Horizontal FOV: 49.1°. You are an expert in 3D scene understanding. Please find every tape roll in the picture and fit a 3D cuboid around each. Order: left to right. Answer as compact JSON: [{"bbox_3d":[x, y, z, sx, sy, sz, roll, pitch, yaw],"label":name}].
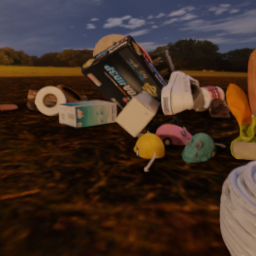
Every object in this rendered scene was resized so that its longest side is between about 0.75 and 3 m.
[{"bbox_3d":[-3.013,-1.030,10.915,1.120,1.120,0.392,-1,-3,-4],"label":"tape roll"}]

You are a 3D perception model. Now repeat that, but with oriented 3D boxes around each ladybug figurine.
[{"bbox_3d":[-0.017,-2.122,10.439,2.917,1.980,1.049,39,12,-31],"label":"ladybug figurine"}]

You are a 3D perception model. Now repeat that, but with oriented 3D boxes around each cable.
[{"bbox_3d":[2.273,1.039,2.961,2.480,0.859,2.480,-1,12,-8],"label":"cable"}]

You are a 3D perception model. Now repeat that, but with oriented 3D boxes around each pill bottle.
[{"bbox_3d":[3.653,-1.380,12.879,1.052,1.052,1.843,10,17,38],"label":"pill bottle"}]

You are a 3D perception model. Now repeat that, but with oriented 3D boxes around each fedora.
[{"bbox_3d":[-2.605,-1.282,12.282,1.450,0.592,1.450,33,16,-11],"label":"fedora"}]

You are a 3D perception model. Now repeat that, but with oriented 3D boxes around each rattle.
[{"bbox_3d":[3.131,-0.110,5.476,1.591,1.746,2.444,9,-4,-13],"label":"rattle"}]

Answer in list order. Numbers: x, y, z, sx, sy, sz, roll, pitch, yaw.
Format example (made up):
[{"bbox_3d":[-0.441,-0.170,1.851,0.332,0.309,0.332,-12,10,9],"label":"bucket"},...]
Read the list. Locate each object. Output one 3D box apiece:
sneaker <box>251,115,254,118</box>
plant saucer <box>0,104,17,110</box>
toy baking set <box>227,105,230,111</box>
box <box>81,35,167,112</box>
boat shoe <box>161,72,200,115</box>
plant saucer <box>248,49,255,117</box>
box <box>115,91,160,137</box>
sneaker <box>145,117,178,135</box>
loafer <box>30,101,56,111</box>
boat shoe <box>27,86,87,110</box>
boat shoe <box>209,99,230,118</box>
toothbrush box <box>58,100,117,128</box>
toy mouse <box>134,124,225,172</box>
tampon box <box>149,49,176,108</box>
[{"bbox_3d":[5.025,-0.358,8.986,2.319,0.821,0.847,-4,14,-17],"label":"sneaker"},{"bbox_3d":[-5.729,-0.983,13.161,0.972,0.157,0.972,1,13,0],"label":"plant saucer"},{"bbox_3d":[4.815,-0.969,13.080,1.036,0.157,1.350,8,15,29],"label":"toy baking set"},{"bbox_3d":[-0.051,-1.650,9.466,1.948,2.450,0.564,-22,43,27],"label":"box"},{"bbox_3d":[1.687,-1.043,8.320,0.924,1.040,2.828,-3,25,20],"label":"boat shoe"},{"bbox_3d":[3.118,-1.010,6.582,0.352,1.880,1.880,0,11,33],"label":"plant saucer"},{"bbox_3d":[0.332,-0.464,7.882,0.701,0.842,2.049,40,14,0],"label":"box"},{"bbox_3d":[1.010,-0.078,8.480,0.763,0.509,1.332,15,24,29],"label":"sneaker"},{"bbox_3d":[-3.766,-0.968,12.530,1.226,0.464,0.419,10,12,2],"label":"loafer"},{"bbox_3d":[-3.320,-1.437,13.210,2.795,1.003,1.058,-6,14,-23],"label":"boat shoe"},{"bbox_3d":[3.622,-0.813,11.247,0.720,0.682,1.901,1,13,4],"label":"boat shoe"},{"bbox_3d":[-1.386,-0.515,9.664,1.644,0.701,1.204,-12,17,-39],"label":"toothbrush box"},{"bbox_3d":[1.304,0.295,6.856,2.363,0.514,2.658,-2,13,-8],"label":"toy mouse"},{"bbox_3d":[1.262,-2.054,11.935,1.564,2.087,1.317,-18,14,21],"label":"tampon box"}]
